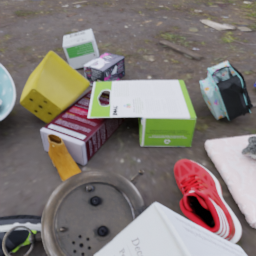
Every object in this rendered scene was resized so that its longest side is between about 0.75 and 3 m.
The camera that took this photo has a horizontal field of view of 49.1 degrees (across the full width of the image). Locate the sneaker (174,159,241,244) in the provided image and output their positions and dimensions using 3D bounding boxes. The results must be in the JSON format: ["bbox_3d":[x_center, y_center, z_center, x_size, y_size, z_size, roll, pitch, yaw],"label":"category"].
[{"bbox_3d":[1.391,1.226,5.659,0.838,1.236,2.139,-41,42,7],"label":"sneaker"}]

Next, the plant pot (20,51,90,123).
[{"bbox_3d":[-2.262,-1.024,8.190,1.468,1.467,1.294,39,47,-21],"label":"plant pot"}]

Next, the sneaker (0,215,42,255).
[{"bbox_3d":[-2.471,2.168,5.149,2.305,0.826,0.954,1,80,-20],"label":"sneaker"}]

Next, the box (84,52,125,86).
[{"bbox_3d":[-0.876,-2.189,10.607,0.940,0.816,1.423,21,42,25],"label":"box"}]

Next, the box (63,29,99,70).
[{"bbox_3d":[-1.939,-3.253,11.623,1.259,1.084,1.265,-14,39,1],"label":"box"}]

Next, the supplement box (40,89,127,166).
[{"bbox_3d":[-1.133,-0.135,7.977,1.340,0.749,2.461,18,41,22],"label":"supplement box"}]

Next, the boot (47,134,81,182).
[{"bbox_3d":[-1.514,0.757,6.657,0.465,0.946,1.322,-31,48,-33],"label":"boot"}]

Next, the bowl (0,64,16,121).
[{"bbox_3d":[-4.805,-0.762,7.595,2.990,1.564,2.990,23,44,-24],"label":"bowl"}]

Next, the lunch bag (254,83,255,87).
[{"bbox_3d":[5.364,-1.534,9.910,1.459,0.686,1.099,31,32,19],"label":"lunch bag"}]

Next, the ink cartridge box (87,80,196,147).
[{"bbox_3d":[0.343,-0.481,8.171,2.787,1.056,2.060,0,37,-1],"label":"ink cartridge box"}]

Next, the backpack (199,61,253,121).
[{"bbox_3d":[2.920,-1.161,8.528,1.286,1.475,1.678,-21,32,25],"label":"backpack"}]

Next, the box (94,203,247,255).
[{"bbox_3d":[0.882,2.504,2.674,1.687,2.567,2.581,-43,42,9],"label":"box"}]

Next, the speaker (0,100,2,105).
[{"bbox_3d":[-4.529,-1.271,7.001,1.091,2.686,1.091,-26,32,18],"label":"speaker"}]

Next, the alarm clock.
[{"bbox_3d":[-0.827,1.724,4.870,2.690,0.895,1.814,-13,71,-5],"label":"alarm clock"}]

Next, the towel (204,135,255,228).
[{"bbox_3d":[3.389,1.083,6.692,2.398,0.405,2.511,-6,38,-9],"label":"towel"}]

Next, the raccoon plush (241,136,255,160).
[{"bbox_3d":[3.120,0.187,6.238,1.043,1.557,0.753,23,46,39],"label":"raccoon plush"}]
